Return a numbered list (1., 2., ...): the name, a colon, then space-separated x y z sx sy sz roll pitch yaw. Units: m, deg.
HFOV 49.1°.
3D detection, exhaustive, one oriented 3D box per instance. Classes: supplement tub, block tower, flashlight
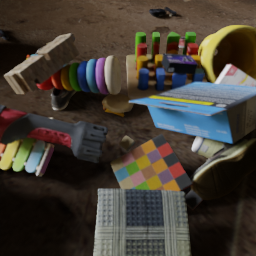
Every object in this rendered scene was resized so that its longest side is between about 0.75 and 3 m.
1. supplement tub: 2.035 0.468 6.860 0.791 0.574 0.574 25 46 4
2. block tower: -2.321 -1.837 7.899 0.612 0.655 2.266 7 46 38
3. flashlight: -1.890 0.187 6.292 2.686 0.909 0.913 16 40 -8

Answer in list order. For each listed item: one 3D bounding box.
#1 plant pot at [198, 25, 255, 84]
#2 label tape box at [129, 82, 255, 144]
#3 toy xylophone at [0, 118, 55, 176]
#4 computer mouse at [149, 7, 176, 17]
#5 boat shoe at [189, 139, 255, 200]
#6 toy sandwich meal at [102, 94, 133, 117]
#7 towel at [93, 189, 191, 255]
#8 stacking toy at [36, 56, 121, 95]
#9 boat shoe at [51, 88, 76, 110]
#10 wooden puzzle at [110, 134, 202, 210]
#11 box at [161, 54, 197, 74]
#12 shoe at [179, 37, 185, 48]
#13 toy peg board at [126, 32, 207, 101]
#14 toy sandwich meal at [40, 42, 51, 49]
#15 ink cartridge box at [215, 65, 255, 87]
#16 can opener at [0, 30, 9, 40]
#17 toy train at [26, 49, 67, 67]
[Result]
1. plant pot: 3.145 -2.308 8.991 1.915 1.915 1.802 -7 24 -7
2. label tape box: 1.734 -0.370 6.676 2.080 0.913 2.884 14 25 42
3. toy xylophone: -2.659 0.311 6.727 2.151 0.540 1.575 8 76 15
4. computer mouse: 1.714 -5.569 13.714 1.329 0.306 0.933 -23 50 -31
5. boat shoe: 2.190 0.894 6.366 2.203 0.806 0.714 -23 12 -22
6. toy sandwich meal: -0.324 -0.679 8.395 0.947 0.324 0.947 3 44 -3
7. towel: 0.252 2.020 5.074 1.729 0.310 1.795 2 65 -3
8. stacking toy: -1.581 -1.492 8.385 2.630 1.123 1.123 -2 42 11
9. boat shoe: -2.000 -1.257 8.855 0.578 0.492 1.728 3 43 5
10. wooden puzzle: 0.473 1.020 6.125 1.392 0.165 2.348 -30 54 3
11. box: 1.540 -1.938 8.471 0.903 0.356 0.637 0 37 -13
12. shoe: 2.385 -3.438 11.314 0.811 0.369 0.290 7 43 8
13. toy peg board: 1.270 -2.148 9.251 2.608 1.276 2.597 -1 42 -1
14. toy sandwich meal: -3.094 -3.139 11.030 0.914 0.313 0.914 0 43 0
15. ink cartridge box: 3.197 -1.215 8.054 1.181 0.688 0.399 31 12 -5
16. can opener: -5.706 -4.190 12.128 1.704 0.670 0.540 30 11 25
17. toy train: -2.925 -2.289 10.072 1.518 0.422 1.140 32 50 26
